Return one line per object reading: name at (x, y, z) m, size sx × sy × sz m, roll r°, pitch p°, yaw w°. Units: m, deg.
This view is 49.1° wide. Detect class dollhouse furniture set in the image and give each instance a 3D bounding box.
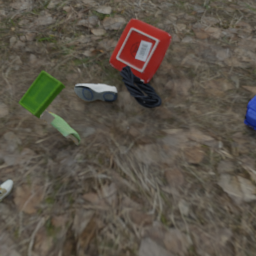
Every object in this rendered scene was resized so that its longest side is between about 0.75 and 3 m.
dollhouse furniture set at (-2.213, -0.588, 8.822) m, size 1.474 × 2.948 × 1.138 m, roll 35°, pitch 82°, yaw 17°

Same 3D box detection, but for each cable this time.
cable at (0.440, -1.460, 9.964) m, size 1.859 × 0.579 × 2.278 m, roll 49°, pitch 18°, yaw -8°

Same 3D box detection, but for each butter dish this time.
butter dish at (0.703, -3.143, 12.028) m, size 2.199 × 1.630 × 2.205 m, roll 33°, pitch 102°, yaw 24°

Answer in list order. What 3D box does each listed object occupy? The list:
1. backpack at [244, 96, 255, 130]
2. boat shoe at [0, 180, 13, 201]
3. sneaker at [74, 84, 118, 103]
backpack at (4.607, -0.416, 9.946) m, size 0.995 × 1.186 × 0.964 m, roll -41°, pitch 59°, yaw -11°
boat shoe at (-3.878, 1.948, 8.559) m, size 0.341 × 0.312 × 0.913 m, roll 19°, pitch 53°, yaw 15°
sneaker at (-1.275, -1.455, 11.255) m, size 1.749 × 0.652 × 0.762 m, roll 10°, pitch 33°, yaw -5°
